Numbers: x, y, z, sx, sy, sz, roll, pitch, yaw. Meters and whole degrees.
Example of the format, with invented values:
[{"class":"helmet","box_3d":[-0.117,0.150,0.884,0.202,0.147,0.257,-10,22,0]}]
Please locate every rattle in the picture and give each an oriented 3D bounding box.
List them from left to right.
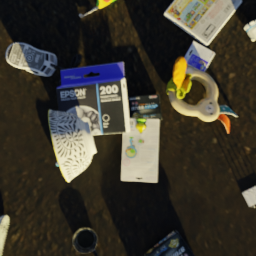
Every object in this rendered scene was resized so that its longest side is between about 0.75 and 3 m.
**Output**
[{"class":"rattle","box_3d":[2.843,-1.164,9.873,1.899,2.083,2.916,-38,77,-25]}]

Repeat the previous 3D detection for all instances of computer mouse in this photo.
[{"class":"computer mouse","box_3d":[-3.254,-2.495,10.741,2.733,0.599,1.498,18,88,-3]}]

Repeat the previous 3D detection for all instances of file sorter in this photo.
[{"class":"file sorter","box_3d":[4.679,2.455,10.109,0.797,0.496,0.553,-25,84,-4]}]

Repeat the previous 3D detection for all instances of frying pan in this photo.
[{"class":"frying pan","box_3d":[-1.280,4.161,10.017,1.477,0.240,0.893,29,84,2]}]

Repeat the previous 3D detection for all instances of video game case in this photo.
[{"class":"video game case","box_3d":[2.977,-4.783,11.179,2.146,0.270,2.358,38,85,5]}]

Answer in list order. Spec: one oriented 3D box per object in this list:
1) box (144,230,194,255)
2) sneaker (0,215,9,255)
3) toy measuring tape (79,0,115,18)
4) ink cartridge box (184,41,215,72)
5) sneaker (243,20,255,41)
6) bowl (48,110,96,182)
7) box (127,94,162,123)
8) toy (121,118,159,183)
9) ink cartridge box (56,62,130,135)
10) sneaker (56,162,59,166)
[{"class":"box","box_3d":[1.481,4.541,9.910,1.446,0.333,1.149,-36,84,-4]},{"class":"sneaker","box_3d":[-4.988,4.040,9.835,1.047,0.732,2.105,12,78,6]},{"class":"toy measuring tape","box_3d":[-1.226,-5.026,11.002,1.826,0.672,0.672,-30,84,-3]},{"class":"ink cartridge box","box_3d":[2.734,-2.741,10.927,0.970,0.211,0.961,30,83,2]},{"class":"sneaker","box_3d":[5.546,-3.933,10.910,1.920,0.720,0.832,-21,88,6]},{"class":"bowl","box_3d":[-1.690,0.449,9.047,1.120,2.386,2.386,-14,83,-7]},{"class":"box","box_3d":[0.608,-0.715,10.624,1.247,0.287,0.991,-5,83,-1]},{"class":"toy","box_3d":[0.449,0.797,10.278,1.306,0.535,2.268,2,91,5]},{"class":"ink cartridge box","box_3d":[-1.298,-0.989,10.066,2.521,0.552,2.544,-5,92,14]},{"class":"sneaker","box_3d":[-2.364,1.075,10.399,0.866,0.331,0.350,-43,78,-12]}]
